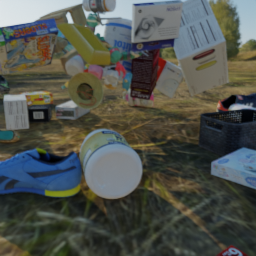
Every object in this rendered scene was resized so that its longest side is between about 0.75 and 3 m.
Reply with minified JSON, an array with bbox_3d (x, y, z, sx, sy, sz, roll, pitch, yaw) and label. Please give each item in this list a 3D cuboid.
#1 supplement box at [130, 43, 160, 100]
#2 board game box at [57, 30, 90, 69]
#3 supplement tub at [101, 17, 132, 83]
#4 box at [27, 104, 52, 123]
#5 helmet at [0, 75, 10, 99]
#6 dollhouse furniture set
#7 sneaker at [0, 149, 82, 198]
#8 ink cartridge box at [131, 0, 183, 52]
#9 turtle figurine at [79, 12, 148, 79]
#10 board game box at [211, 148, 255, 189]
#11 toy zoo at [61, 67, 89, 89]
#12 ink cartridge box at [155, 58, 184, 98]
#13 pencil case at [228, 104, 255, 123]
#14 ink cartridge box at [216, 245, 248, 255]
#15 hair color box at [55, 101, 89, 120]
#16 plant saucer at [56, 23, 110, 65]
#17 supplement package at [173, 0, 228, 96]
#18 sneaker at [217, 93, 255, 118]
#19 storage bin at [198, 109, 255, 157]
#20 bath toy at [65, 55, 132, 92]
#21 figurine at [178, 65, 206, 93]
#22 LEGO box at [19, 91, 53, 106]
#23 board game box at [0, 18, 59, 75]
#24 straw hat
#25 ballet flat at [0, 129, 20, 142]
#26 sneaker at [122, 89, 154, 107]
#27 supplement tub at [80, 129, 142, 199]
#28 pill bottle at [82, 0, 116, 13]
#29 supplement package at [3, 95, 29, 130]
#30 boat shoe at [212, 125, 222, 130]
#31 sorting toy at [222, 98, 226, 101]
[{"bbox_3d":[0.709,-2.756,11.083,0.883,2.899,1.578,9,32,12],"label":"supplement box"},{"bbox_3d":[-2.143,-3.589,13.670,2.858,0.671,2.157,27,-12,38],"label":"board game box"},{"bbox_3d":[-0.388,-3.308,12.176,1.656,2.510,1.656,11,6,-1],"label":"supplement tub"},{"bbox_3d":[-3.924,-0.653,12.500,0.876,0.632,1.180,-2,15,-8],"label":"box"},{"bbox_3d":[-8.462,-2.601,18.134,1.527,1.527,1.456,-4,37,-16],"label":"helmet"},{"bbox_3d":[-2.721,-3.531,11.434,1.754,2.153,2.047,2,36,32],"label":"dollhouse furniture set"},{"bbox_3d":[-2.310,0.868,6.088,2.659,1.042,0.876,0,17,7],"label":"sneaker"},{"bbox_3d":[0.693,-2.470,6.961,1.233,1.236,0.251,-11,43,-11],"label":"ink cartridge box"},{"bbox_3d":[-0.696,-2.482,8.393,1.961,1.319,2.620,36,-1,-41],"label":"turtle figurine"},{"bbox_3d":[3.199,0.999,6.819,1.673,0.363,1.665,-13,20,-40],"label":"board game box"},{"bbox_3d":[-2.154,-2.189,12.140,1.706,0.175,1.120,-38,12,-11],"label":"toy zoo"},{"bbox_3d":[1.566,-2.294,12.463,1.626,1.302,0.384,30,24,10],"label":"ink cartridge box"},{"bbox_3d":[4.891,-0.466,11.544,0.856,0.784,1.886,-21,18,-3],"label":"pencil case"},{"bbox_3d":[1.298,1.923,3.345,0.892,0.374,0.783,-11,19,-36],"label":"ink cartridge box"},{"bbox_3d":[-2.633,-0.897,13.517,0.955,0.585,1.929,3,14,12],"label":"hair color box"},{"bbox_3d":[-1.016,-2.170,7.099,0.306,1.263,1.263,-42,-4,24],"label":"plant saucer"},{"bbox_3d":[2.488,-2.838,10.119,1.524,2.140,2.748,-19,-25,15],"label":"supplement package"},{"bbox_3d":[5.155,-1.209,12.658,2.273,0.961,0.852,-21,49,6],"label":"sneaker"},{"bbox_3d":[3.527,0.114,8.828,2.277,1.068,1.540,-6,16,-25],"label":"storage bin"},{"bbox_3d":[-1.047,-2.002,10.144,2.393,1.041,0.885,17,52,-5],"label":"bath toy"},{"bbox_3d":[3.055,-2.867,13.059,2.005,1.956,0.863,25,22,21],"label":"figurine"},{"bbox_3d":[-5.468,-1.759,16.640,1.646,0.635,1.226,-9,17,-31],"label":"LEGO box"},{"bbox_3d":[-3.411,-2.635,9.355,1.839,0.468,2.717,-19,-2,-21],"label":"board game box"},{"bbox_3d":[-1.213,-0.974,7.812,1.051,1.051,0.445,-5,-9,-17],"label":"straw hat"},{"bbox_3d":[-4.385,0.273,9.554,1.559,0.550,0.509,8,-9,18],"label":"ballet flat"},{"bbox_3d":[0.522,-1.655,15.674,1.187,1.095,2.691,-8,9,-24],"label":"sneaker"},{"bbox_3d":[-0.455,0.715,6.283,1.182,1.182,1.638,-4,16,-15],"label":"supplement tub"},{"bbox_3d":[-0.990,-4.229,9.507,1.056,0.615,0.615,9,17,27],"label":"pill bottle"},{"bbox_3d":[-4.620,-0.687,11.550,0.840,1.180,1.515,-6,17,-22],"label":"supplement package"},{"bbox_3d":[3.639,-0.048,10.968,0.775,0.279,0.279,-1,12,-30],"label":"boat shoe"},{"bbox_3d":[5.803,-0.812,13.408,2.612,0.906,0.900,11,-11,27],"label":"sorting toy"}]
